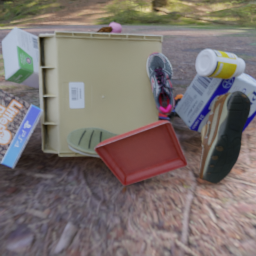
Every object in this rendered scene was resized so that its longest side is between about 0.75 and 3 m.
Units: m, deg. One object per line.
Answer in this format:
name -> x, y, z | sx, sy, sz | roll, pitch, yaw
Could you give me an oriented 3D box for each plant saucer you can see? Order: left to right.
plant saucer -> 0.317, 0.525, 5.926 | 1.583, 1.580, 0.291 | -20, 46, 12

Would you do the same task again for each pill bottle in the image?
pill bottle -> 2.053, -1.374, 6.162 | 1.036, 0.576, 0.576 | 0, 22, -28

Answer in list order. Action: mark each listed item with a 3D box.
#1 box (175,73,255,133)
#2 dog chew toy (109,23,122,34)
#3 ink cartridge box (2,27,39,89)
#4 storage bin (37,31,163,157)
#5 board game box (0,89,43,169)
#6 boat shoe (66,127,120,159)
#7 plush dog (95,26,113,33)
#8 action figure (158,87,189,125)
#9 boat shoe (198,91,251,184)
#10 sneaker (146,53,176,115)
box -> 2.590, -0.711, 7.695 | 1.887, 1.736, 0.990 | 13, 30, -30
dog chew toy -> -0.502, -3.243, 9.737 | 0.468, 0.751, 0.468 | 16, 17, -5
ink cartridge box -> -2.415, -1.745, 7.648 | 0.723, 1.252, 1.714 | -26, -24, 32
storage bin -> -0.684, -0.859, 7.297 | 2.959, 2.981, 1.397 | 0, 13, -8
board game box -> -3.669, -0.398, 6.248 | 2.832, 1.371, 2.258 | 29, -12, -24
boat shoe -> -0.421, 0.490, 6.515 | 2.001, 0.684, 0.748 | 7, 52, 6
plush dog -> -0.802, -2.199, 8.406 | 1.341, 1.435, 1.671 | 5, 61, 24
action figure -> 1.484, -0.562, 9.382 | 2.123, 1.111, 2.054 | 17, 51, 19
boat shoe -> 2.145, 0.201, 6.570 | 0.825, 2.180, 0.805 | 22, -3, -26
sneaker -> 0.792, -1.014, 6.396 | 0.584, 1.450, 0.541 | -14, 4, 9
